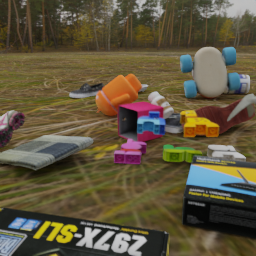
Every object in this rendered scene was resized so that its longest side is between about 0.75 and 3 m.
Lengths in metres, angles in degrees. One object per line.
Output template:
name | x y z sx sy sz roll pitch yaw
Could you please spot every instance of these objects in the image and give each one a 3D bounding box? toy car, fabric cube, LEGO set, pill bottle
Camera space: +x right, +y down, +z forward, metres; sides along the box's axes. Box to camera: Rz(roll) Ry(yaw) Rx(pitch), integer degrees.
toy car | 3.766 -2.494 13.467 2.361 2.265 2.561 -9 0 7
fabric cube | 0.343 -0.191 7.922 0.927 0.912 0.930 -14 22 -35
LEGO set | 1.173 0.138 6.609 2.875 1.097 1.180 3 21 4
pill bottle | 0.930 -0.668 8.155 0.442 0.442 0.772 -16 62 -39
pill bottle | 5.099 -2.155 13.799 1.511 0.904 0.904 2 19 7

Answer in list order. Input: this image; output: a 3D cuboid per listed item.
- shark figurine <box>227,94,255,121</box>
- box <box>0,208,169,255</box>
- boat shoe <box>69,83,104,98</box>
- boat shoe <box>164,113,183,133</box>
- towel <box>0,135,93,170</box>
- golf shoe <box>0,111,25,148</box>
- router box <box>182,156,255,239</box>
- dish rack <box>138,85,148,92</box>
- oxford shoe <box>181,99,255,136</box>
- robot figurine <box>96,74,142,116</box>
shark figurine | 3.634 -0.151 6.156 2.614 1.091 1.562 18 -4 17
box | -0.832 1.697 2.847 2.353 0.581 1.879 4 17 13
boat shoe | -1.912 -1.819 13.240 1.839 0.609 0.643 -12 22 -31
boat shoe | 0.812 -0.342 8.759 1.935 0.656 0.694 13 23 33
towel | -1.957 0.550 6.493 1.729 0.299 1.665 2 19 37
golf shoe | -3.236 0.069 7.161 0.591 0.466 1.284 10 48 26
router box | 2.057 1.109 4.597 2.142 0.547 1.598 6 19 17
dish rack | 0.132 -2.009 14.269 1.489 0.324 1.278 14 24 35
oxford shoe | 2.634 -0.202 8.537 2.468 0.869 0.923 -11 -10 -18
robot figurine | -0.389 -1.147 9.938 1.815 1.058 1.305 -38 56 4
